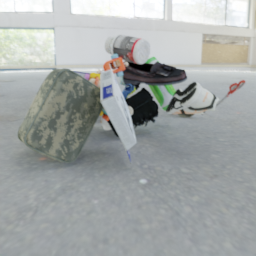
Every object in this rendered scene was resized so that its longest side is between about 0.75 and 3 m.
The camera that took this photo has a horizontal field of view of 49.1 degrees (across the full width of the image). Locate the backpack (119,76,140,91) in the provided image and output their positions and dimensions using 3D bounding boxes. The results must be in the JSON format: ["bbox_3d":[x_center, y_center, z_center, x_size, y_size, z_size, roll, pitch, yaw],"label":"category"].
[{"bbox_3d":[0.132,-2.676,14.095,1.138,1.500,1.798,16,1,-4],"label":"backpack"}]

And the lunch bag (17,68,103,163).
[{"bbox_3d":[-2.172,-0.463,8.667,1.824,2.618,2.196,29,-8,-33],"label":"lunch bag"}]

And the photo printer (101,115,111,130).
[{"bbox_3d":[-0.621,-0.431,11.814,1.112,0.925,0.386,-17,27,-35],"label":"photo printer"}]

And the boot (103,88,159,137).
[{"bbox_3d":[-0.069,-0.989,10.877,1.984,2.422,0.896,-29,-6,-19],"label":"boot"}]

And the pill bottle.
[{"bbox_3d":[-0.067,-3.000,10.581,1.660,0.919,0.919,23,26,33],"label":"pill bottle"}]

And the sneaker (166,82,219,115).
[{"bbox_3d":[1.979,-0.741,9.012,0.995,0.917,2.488,25,-4,-9],"label":"sneaker"}]

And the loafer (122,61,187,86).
[{"bbox_3d":[0.868,-2.105,10.514,2.718,0.856,0.977,7,31,35],"label":"loafer"}]

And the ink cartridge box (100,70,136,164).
[{"bbox_3d":[-0.205,-0.388,8.083,0.428,2.108,2.103,-21,30,6],"label":"ink cartridge box"}]

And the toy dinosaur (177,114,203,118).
[{"bbox_3d":[2.729,-0.936,13.962,1.955,1.000,0.752,30,-3,5],"label":"toy dinosaur"}]

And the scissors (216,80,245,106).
[{"bbox_3d":[3.116,-1.025,8.539,0.487,0.093,1.331,-18,-23,-13],"label":"scissors"}]

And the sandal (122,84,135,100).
[{"bbox_3d":[-0.147,-1.468,11.907,0.452,0.495,1.137,31,70,21],"label":"sandal"}]

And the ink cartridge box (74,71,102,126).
[{"bbox_3d":[-1.730,-1.109,11.081,0.495,2.108,2.083,13,10,41],"label":"ink cartridge box"}]

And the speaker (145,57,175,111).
[{"bbox_3d":[1.319,-1.863,11.861,0.970,2.194,0.970,-31,3,2],"label":"speaker"}]

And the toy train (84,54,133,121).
[{"bbox_3d":[-0.567,-1.408,9.790,1.723,2.294,0.638,-14,3,-16],"label":"toy train"}]
